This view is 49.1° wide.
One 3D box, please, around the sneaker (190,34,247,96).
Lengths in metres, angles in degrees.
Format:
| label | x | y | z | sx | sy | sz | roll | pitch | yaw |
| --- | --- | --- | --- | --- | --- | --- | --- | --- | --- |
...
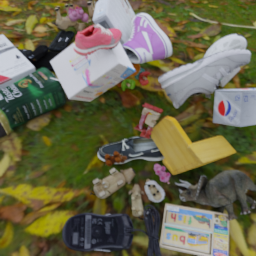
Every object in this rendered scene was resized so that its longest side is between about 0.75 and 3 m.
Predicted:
| label | x | y | z | sx | sy | sz | roll | pitch | yaw |
| --- | --- | --- | --- | --- | --- | --- | --- | --- | --- |
| sneaker | 2.628 | -1.752 | 8.488 | 2.519 | 0.951 | 1.450 | -37 | 22 | 17 |

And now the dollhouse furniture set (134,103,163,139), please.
| label | x | y | z | sx | sy | sz | roll | pitch | yaw |
| --- | --- | --- | --- | --- | --- | --- | --- | --- | --- |
| dollhouse furniture set | 0.497 | -0.167 | 7.903 | 0.605 | 0.801 | 1.488 | 22 | 16 | 9 |

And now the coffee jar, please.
| label | x | y | z | sx | sy | sz | roll | pitch | yaw |
| --- | --- | --- | --- | --- | --- | --- | --- | --- | --- |
| coffee jar | -3.497 | -0.802 | 9.013 | 2.737 | 1.168 | 1.428 | -34 | 58 | -24 |

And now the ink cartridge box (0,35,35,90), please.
| label | x | y | z | sx | sy | sz | roll | pitch | yaw |
| --- | --- | --- | --- | --- | --- | --- | --- | --- | --- |
| ink cartridge box | -4.687 | -2.054 | 10.104 | 1.885 | 1.094 | 2.612 | -33 | 57 | -24 |

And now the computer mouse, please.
| label | x | y | z | sx | sy | sz | roll | pitch | yaw |
| --- | --- | --- | --- | --- | --- | --- | --- | --- | --- |
| computer mouse | -0.332 | 2.773 | 6.535 | 2.314 | 0.533 | 1.625 | -6 | 64 | -4 |

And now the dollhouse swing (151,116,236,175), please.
| label | x | y | z | sx | sy | sz | roll | pitch | yaw |
| --- | --- | --- | --- | --- | --- | --- | --- | --- | --- |
| dollhouse swing | 1.607 | 0.367 | 7.417 | 1.440 | 1.585 | 1.393 | -14 | 75 | -22 |

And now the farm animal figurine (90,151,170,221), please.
| label | x | y | z | sx | sy | sz | roll | pitch | yaw |
| --- | --- | --- | --- | --- | --- | --- | --- | --- | --- |
| farm animal figurine | 0.093 | 1.492 | 7.382 | 1.812 | 0.911 | 1.464 | 21 | 73 | 12 |

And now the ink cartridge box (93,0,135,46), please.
| label | x | y | z | sx | sy | sz | roll | pitch | yaw |
| --- | --- | --- | --- | --- | --- | --- | --- | --- | --- |
| ink cartridge box | -0.429 | -4.295 | 11.020 | 0.639 | 2.163 | 2.702 | -15 | 52 | 24 |

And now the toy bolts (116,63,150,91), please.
| label | x | y | z | sx | sy | sz | roll | pitch | yaw |
| --- | --- | --- | --- | --- | --- | --- | --- | --- | --- |
| toy bolts | 0.138 | -2.041 | 10.188 | 1.224 | 1.169 | 0.849 | -15 | 46 | -33 |

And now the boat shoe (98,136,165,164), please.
| label | x | y | z | sx | sy | sz | roll | pitch | yaw |
| --- | --- | --- | --- | --- | --- | --- | --- | --- | --- |
| boat shoe | 0.137 | 0.570 | 8.211 | 2.080 | 0.627 | 0.786 | -6 | 47 | -6 |

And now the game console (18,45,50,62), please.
| label | x | y | z | sx | sy | sz | roll | pitch | yaw |
| --- | --- | --- | --- | --- | --- | --- | --- | --- | --- |
| game console | -3.946 | -3.003 | 11.229 | 1.568 | 0.189 | 0.925 | 11 | 51 | 30 |

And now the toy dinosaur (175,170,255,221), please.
| label | x | y | z | sx | sy | sz | roll | pitch | yaw |
| --- | --- | --- | --- | --- | --- | --- | --- | --- | --- |
| toy dinosaur | 2.550 | 1.568 | 7.048 | 2.426 | 0.934 | 1.240 | -17 | 78 | -4 |

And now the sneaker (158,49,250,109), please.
| label | x | y | z | sx | sy | sz | roll | pitch | yaw |
| --- | --- | --- | --- | --- | --- | --- | --- | --- | --- |
| sneaker | 2.064 | -1.310 | 7.340 | 2.530 | 0.945 | 1.037 | -22 | 97 | -6 |

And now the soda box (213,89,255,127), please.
| label | x | y | z | sx | sy | sz | roll | pitch | yaw |
| --- | --- | --- | --- | --- | --- | --- | --- | --- | --- |
| soda box | 3.153 | -0.553 | 6.848 | 2.386 | 0.814 | 0.757 | -7 | 13 | -33 |

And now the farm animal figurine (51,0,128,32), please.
| label | x | y | z | sx | sy | sz | roll | pitch | yaw |
| --- | --- | --- | --- | --- | --- | --- | --- | --- | --- |
| farm animal figurine | -1.560 | -4.761 | 12.290 | 2.754 | 1.436 | 2.723 | 6 | 38 | 14 |

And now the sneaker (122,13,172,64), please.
| label | x | y | z | sx | sy | sz | roll | pitch | yaw |
| --- | --- | --- | --- | --- | --- | --- | --- | --- | --- |
| sneaker | 0.266 | -3.118 | 9.731 | 1.534 | 0.975 | 2.690 | -21 | 42 | -6 |

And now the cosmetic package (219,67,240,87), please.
| label | x | y | z | sx | sy | sz | roll | pitch | yaw |
| --- | --- | --- | --- | --- | --- | --- | --- | --- | --- |
| cosmetic package | 3.535 | -2.006 | 10.163 | 0.946 | 0.401 | 0.509 | -47 | 52 | 0 |

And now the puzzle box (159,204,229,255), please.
| label | x | y | z | sx | sy | sz | roll | pitch | yaw |
| --- | --- | --- | --- | --- | --- | --- | --- | --- | --- |
| puzzle box | 1.595 | 2.487 | 6.750 | 1.577 | 0.201 | 1.049 | 7 | 59 | 10 |

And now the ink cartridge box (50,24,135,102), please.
| label | x | y | z | sx | sy | sz | roll | pitch | yaw |
| --- | --- | --- | --- | --- | --- | --- | --- | --- | --- |
| ink cartridge box | -1.171 | -1.814 | 8.667 | 2.174 | 1.398 | 1.362 | -32 | 80 | 19 |

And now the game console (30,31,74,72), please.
| label | x | y | z | sx | sy | sz | roll | pitch | yaw |
| --- | --- | --- | --- | --- | --- | --- | --- | --- | --- |
| game console | -2.879 | -3.265 | 11.639 | 1.533 | 0.313 | 2.598 | 11 | 53 | 9 |

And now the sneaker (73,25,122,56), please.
| label | x | y | z | sx | sy | sz | roll | pitch | yaw |
| --- | --- | --- | --- | --- | --- | --- | --- | --- | --- |
| sneaker | -0.712 | -2.325 | 7.122 | 1.447 | 0.628 | 0.533 | -30 | 63 | -28 |
